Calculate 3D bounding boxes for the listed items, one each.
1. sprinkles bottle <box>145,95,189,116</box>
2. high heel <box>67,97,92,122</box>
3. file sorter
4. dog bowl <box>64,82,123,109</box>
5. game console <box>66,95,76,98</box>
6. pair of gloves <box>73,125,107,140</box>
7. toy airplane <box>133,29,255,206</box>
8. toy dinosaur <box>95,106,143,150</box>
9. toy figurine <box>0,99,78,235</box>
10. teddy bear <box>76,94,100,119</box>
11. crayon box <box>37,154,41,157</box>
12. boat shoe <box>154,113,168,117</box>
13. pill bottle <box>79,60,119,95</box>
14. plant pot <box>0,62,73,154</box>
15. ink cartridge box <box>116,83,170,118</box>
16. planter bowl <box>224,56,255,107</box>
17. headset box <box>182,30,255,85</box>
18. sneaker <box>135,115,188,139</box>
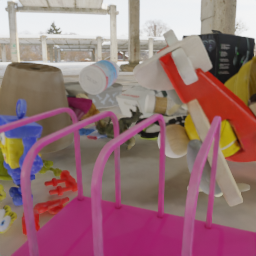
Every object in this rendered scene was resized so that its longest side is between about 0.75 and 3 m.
[{"bbox_3d":[1.097,-0.516,6.983,1.335,0.455,0.455,7,12,-5],"label":"sprinkles bottle"},{"bbox_3d":[-1.404,-0.629,6.200,1.267,0.609,0.427,33,-15,13],"label":"high heel"},{"bbox_3d":[0.077,0.602,2.158,2.070,1.298,1.438,6,18,22],"label":"file sorter"},{"bbox_3d":[-1.697,-1.486,12.362,2.929,0.859,2.929,0,16,0],"label":"dog bowl"},{"bbox_3d":[-2.086,-1.085,7.577,1.081,0.642,0.932,-11,16,-44],"label":"game console"},{"bbox_3d":[-0.844,0.088,7.254,1.209,0.138,0.972,8,16,34],"label":"pair of gloves"},{"bbox_3d":[1.000,-0.202,4.193,2.441,1.730,2.451,52,30,12],"label":"toy airplane"},{"bbox_3d":[-0.091,-0.045,6.260,0.922,0.496,2.091,-48,25,-9],"label":"toy dinosaur"},{"bbox_3d":[-1.335,0.243,3.814,1.170,1.328,2.217,-6,16,-31],"label":"toy figurine"},{"bbox_3d":[-1.908,-0.582,8.182,2.362,0.788,1.712,-10,2,-30],"label":"teddy bear"},{"bbox_3d":[-2.086,0.489,5.114,1.088,0.276,0.691,4,13,6],"label":"crayon box"},{"bbox_3d":[1.245,-0.666,9.821,0.487,0.417,1.330,-17,24,-29],"label":"boat shoe"},{"bbox_3d":[-1.023,-2.027,10.772,1.049,1.049,1.930,4,24,18],"label":"pill bottle"},{"bbox_3d":[-1.777,-0.461,5.236,1.582,1.373,1.582,7,20,-3],"label":"plant pot"},{"bbox_3d":[0.700,-1.111,9.686,1.829,0.769,1.335,-34,27,-24],"label":"ink cartridge box"},{"bbox_3d":[2.667,-0.577,6.453,0.828,1.989,1.989,-5,7,40],"label":"planter bowl"},{"bbox_3d":[2.972,-1.778,9.324,2.477,2.845,1.320,-13,18,-41],"label":"headset box"},{"bbox_3d":[1.078,-0.056,6.863,1.718,0.635,0.695,5,11,14],"label":"sneaker"}]
